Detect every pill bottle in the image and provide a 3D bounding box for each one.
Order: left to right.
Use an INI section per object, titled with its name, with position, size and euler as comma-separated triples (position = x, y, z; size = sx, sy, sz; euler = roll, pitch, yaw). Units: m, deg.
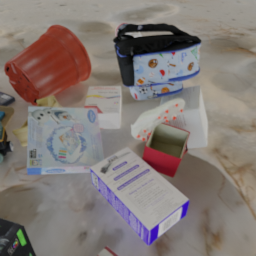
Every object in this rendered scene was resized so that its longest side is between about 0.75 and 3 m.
[pill bottle]
position = 0.106, -5.434, 16.654
size = 1.124, 1.124, 1.880
euler = -19, 43, -22

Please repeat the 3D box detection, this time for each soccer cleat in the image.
[soccer cleat]
position = 0.771, -0.343, 7.869
size = 1.751, 0.607, 0.679
euler = -37, 47, 15

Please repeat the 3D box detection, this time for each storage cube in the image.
[storage cube]
position = 1.118, 0.665, 8.490
size = 1.251, 1.125, 1.070
euler = 19, 53, 9

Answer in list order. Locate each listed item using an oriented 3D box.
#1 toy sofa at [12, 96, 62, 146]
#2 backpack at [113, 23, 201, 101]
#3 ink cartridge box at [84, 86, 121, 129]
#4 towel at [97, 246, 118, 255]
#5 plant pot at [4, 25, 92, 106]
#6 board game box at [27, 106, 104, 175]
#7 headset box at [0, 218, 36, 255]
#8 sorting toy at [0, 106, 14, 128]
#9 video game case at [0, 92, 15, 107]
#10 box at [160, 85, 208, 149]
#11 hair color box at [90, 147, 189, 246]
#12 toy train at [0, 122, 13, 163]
[toy sofa]
position = -3.241, -0.188, 10.451
size = 0.876, 1.033, 2.116
euler = -13, 35, 22
[backpack]
position = 1.041, -2.248, 9.474
size = 2.748, 2.223, 2.885
euler = -14, 34, 0
[ink cartridge box]
position = -0.978, -1.006, 11.371
size = 1.391, 0.806, 2.388
euler = 0, 39, 0
[towel]
position = -0.711, 3.989, 5.541
size = 2.077, 0.328, 2.883
euler = 27, 44, 32
[plant pot]
position = -3.510, -2.521, 11.986
size = 2.793, 2.793, 2.716
euler = 25, 53, 28
[board game box]
position = -2.042, 0.354, 9.076
size = 2.303, 0.502, 2.314
euler = 0, 54, -18
[headset box]
position = -2.763, 3.048, 5.448
size = 1.003, 1.882, 2.162
euler = 11, 39, 15
[sorting toy]
position = -5.931, -0.235, 10.466
size = 2.710, 0.363, 2.019
euler = 6, 44, 0
[video game case]
position = -6.390, -0.838, 11.620
size = 1.911, 0.254, 2.675
euler = 21, 44, 24
[box]
position = 1.943, -0.351, 9.688
size = 1.369, 1.591, 1.598
euler = -7, 35, 22
[hair color box]
position = 0.235, 1.781, 7.874
size = 1.422, 0.843, 2.601
euler = -27, 48, -29
[toy train]
position = -5.027, 0.523, 9.001
size = 2.401, 1.368, 1.023
euler = -7, 38, -9
